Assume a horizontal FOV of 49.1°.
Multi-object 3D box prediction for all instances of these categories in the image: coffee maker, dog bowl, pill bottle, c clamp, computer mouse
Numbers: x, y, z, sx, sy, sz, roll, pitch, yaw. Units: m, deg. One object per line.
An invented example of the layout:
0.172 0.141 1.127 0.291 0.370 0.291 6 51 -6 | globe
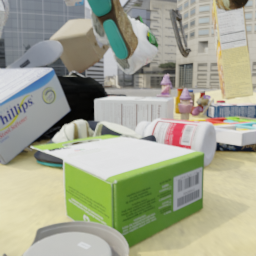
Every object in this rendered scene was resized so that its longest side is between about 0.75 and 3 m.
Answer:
-2.201 -0.946 9.536 2.848 1.997 2.965 7 13 31 | coffee maker
-0.500 1.151 2.304 1.027 0.301 1.027 1 10 0 | dog bowl
0.940 0.256 5.815 1.557 0.874 0.874 7 12 35 | pill bottle
1.866 -3.331 9.746 0.263 1.938 1.656 -14 -5 27 | c clamp
-1.537 0.185 6.798 2.945 0.678 2.068 6 11 34 | computer mouse

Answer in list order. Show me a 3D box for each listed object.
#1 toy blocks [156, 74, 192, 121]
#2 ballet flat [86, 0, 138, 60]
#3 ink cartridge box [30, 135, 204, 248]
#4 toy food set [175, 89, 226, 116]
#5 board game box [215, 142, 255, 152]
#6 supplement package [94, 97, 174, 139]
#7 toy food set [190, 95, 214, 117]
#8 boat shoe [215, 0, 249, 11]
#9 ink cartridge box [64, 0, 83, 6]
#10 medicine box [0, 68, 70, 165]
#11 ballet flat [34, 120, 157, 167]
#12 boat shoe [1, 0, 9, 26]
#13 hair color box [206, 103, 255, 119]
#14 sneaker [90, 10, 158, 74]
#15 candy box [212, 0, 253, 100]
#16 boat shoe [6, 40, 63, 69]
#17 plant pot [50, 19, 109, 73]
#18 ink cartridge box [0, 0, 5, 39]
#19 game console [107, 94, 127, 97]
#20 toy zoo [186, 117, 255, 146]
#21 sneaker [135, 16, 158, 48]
1.263 -1.050 10.423 2.224 1.872 2.078 2 11 12 | toy blocks
-0.316 -2.302 5.578 0.664 1.883 0.615 3 39 40 | ballet flat
-0.222 0.647 3.872 1.508 0.773 2.040 -9 12 -40 | ink cartridge box
3.740 -1.297 13.749 2.718 1.223 1.298 4 11 22 | toy food set
2.363 0.307 7.115 1.839 0.318 1.246 1 9 4 | board game box
0.204 -0.259 7.880 2.016 1.183 1.179 3 10 17 | supplement package
3.245 -1.013 12.968 0.298 1.204 1.895 35 -3 -6 | toy food set
1.550 -2.918 4.731 0.651 1.817 0.692 -20 23 -17 | boat shoe
-1.744 -4.275 8.638 0.546 0.532 0.850 1 -17 8 | ink cartridge box
-2.951 -0.403 6.469 2.290 1.179 2.086 8 39 34 | medicine box
-0.652 0.323 5.277 2.725 0.995 0.995 5 11 27 | ballet flat
-4.807 -3.361 9.020 2.448 0.868 0.855 -29 11 28 | boat shoe
4.631 -0.733 12.226 2.108 0.638 1.054 -1 10 -7 | hair color box
-0.111 -2.651 7.677 1.258 2.533 0.987 -25 -12 -25 | sneaker
3.013 -2.279 8.217 0.781 2.825 1.631 -8 4 15 | candy box
-3.185 -2.248 9.541 2.258 0.775 0.639 -28 5 9 | boat shoe
-1.754 -3.400 11.345 1.545 1.745 1.743 -6 41 33 | plant pot
-3.827 -3.184 7.635 0.544 0.937 1.298 -5 55 -38 | ink cartridge box
-1.166 -0.612 12.616 2.896 1.719 2.496 7 43 38 | game console
2.580 0.032 6.859 2.877 0.294 1.887 -4 11 -32 | toy zoo
0.615 -4.031 12.176 0.967 0.885 2.269 24 35 -38 | sneaker
